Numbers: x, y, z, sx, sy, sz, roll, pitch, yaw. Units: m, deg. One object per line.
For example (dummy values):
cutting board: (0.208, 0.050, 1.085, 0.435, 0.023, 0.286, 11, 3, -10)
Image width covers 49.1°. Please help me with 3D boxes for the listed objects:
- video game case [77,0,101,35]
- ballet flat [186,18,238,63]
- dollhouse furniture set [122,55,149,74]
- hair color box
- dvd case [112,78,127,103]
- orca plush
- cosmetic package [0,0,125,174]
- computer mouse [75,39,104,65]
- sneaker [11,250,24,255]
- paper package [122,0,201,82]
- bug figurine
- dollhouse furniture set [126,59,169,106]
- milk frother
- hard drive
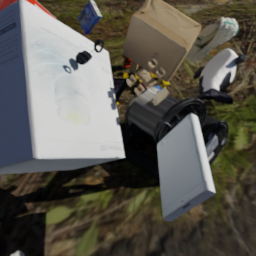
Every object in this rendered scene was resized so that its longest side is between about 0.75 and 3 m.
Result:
video game case: (-1.310, -3.692, 9.367, 0.188, 0.826, 0.749, 2, 56, -48)
ballet flat: (2.382, -2.771, 8.740, 0.797, 2.222, 0.797, 7, 74, -25)
dollhouse furniture set: (0.895, -3.095, 13.547, 2.375, 1.237, 2.400, 34, 37, 28)
hair color box: (-3.433, -3.208, 7.998, 2.412, 0.739, 1.224, 14, -6, 23)
dvd case: (-1.424, -1.084, 8.830, 2.476, 0.217, 1.767, 5, 40, 18)
orca plush: (2.672, -1.204, 7.696, 1.503, 1.016, 2.857, -26, 21, 24)
cosmetic package: (-1.596, -0.538, 5.914, 1.707, 2.776, 2.768, -13, -11, 26)
computer mouse: (-0.707, -1.420, 5.214, 0.873, 0.256, 0.149, -20, 35, 46)
sneaker: (-3.112, 3.128, 5.628, 2.193, 0.830, 1.009, -5, 29, -18)
paper package: (0.837, -2.377, 7.730, 1.716, 1.800, 0.931, 32, 70, 1)
bug figurine: (0.197, -1.663, 11.918, 2.963, 0.762, 2.298, -4, 31, 1)
dollhouse furniture set: (0.515, -0.980, 6.442, 0.774, 0.548, 0.842, -39, 84, -3)
milk frother: (1.091, -0.272, 8.222, 2.705, 2.997, 2.819, -33, 48, -29)
hard drive: (1.016, 0.714, 5.364, 0.234, 1.176, 1.783, 24, 41, -22)
